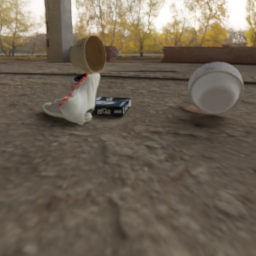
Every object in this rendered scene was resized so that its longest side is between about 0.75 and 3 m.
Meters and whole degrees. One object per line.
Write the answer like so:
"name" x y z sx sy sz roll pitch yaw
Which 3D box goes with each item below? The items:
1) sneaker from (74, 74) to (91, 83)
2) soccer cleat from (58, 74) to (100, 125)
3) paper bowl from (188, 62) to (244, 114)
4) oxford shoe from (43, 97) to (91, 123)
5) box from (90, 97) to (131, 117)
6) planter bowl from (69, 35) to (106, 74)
"sneaker" -1.945 -2.115 11.722 0.881 0.309 0.343 -10 -4 23
"soccer cleat" -1.285 -0.918 8.325 0.771 0.863 2.226 -31 23 34
"paper bowl" 3.427 -1.416 11.018 2.099 2.099 1.092 3 45 10
"oxford shoe" -2.492 -0.860 11.289 1.102 0.846 2.930 -19 23 -39
"box" -0.819 -0.950 12.238 1.608 0.437 2.007 3 17 11
"planter bowl" -1.147 -1.943 7.552 0.672 0.998 0.998 2 16 28
